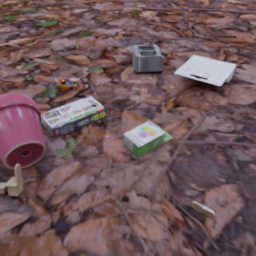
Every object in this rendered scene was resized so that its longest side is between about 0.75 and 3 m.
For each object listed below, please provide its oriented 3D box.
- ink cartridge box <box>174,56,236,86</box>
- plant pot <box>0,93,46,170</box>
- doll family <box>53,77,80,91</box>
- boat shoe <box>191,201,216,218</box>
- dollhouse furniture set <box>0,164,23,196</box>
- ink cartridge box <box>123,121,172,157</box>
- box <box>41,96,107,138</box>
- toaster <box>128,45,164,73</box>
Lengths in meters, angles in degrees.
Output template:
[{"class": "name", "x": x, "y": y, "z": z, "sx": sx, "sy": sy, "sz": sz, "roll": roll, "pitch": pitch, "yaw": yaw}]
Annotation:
[{"class": "ink cartridge box", "x": 3.942, "y": -2.758, "z": 14.411, "sx": 2.411, "sy": 0.847, "sz": 2.967, "roll": 21, "pitch": 44, "yaw": 23}, {"class": "plant pot", "x": -3.933, "y": 0.248, "z": 9.772, "sx": 2.214, "sy": 2.214, "sz": 1.982, "roll": -21, "pitch": 58, "yaw": -25}, {"class": "doll family", "x": -2.986, "y": -2.135, "z": 13.935, "sx": 0.861, "sy": 0.625, "sz": 1.387, "roll": 21, "pitch": 25, "yaw": 34}, {"class": "boat shoe", "x": 2.260, "y": 2.409, "z": 8.390, "sx": 0.752, "sy": 0.270, "sz": 0.244, "roll": 21, "pitch": 30, "yaw": 31}, {"class": "dollhouse furniture set", "x": -4.656, "y": 1.545, "z": 8.351, "sx": 2.569, "sy": 1.137, "sz": 1.332, "roll": 4, "pitch": 16, "yaw": 4}, {"class": "ink cartridge box", "x": 0.790, "y": 0.313, "z": 10.774, "sx": 1.817, "sy": 0.539, "sz": 0.943, "roll": -26, "pitch": 45, "yaw": -28}, {"class": "box", "x": -2.307, "y": -0.517, "z": 11.897, "sx": 2.467, "sy": 0.428, "sz": 1.358, "roll": -24, "pitch": 45, "yaw": -27}, {"class": "toaster", "x": 0.996, "y": -3.808, "z": 15.520, "sx": 1.803, "sy": 1.070, "sz": 1.630, "roll": -4, "pitch": 38, "yaw": -4}]
